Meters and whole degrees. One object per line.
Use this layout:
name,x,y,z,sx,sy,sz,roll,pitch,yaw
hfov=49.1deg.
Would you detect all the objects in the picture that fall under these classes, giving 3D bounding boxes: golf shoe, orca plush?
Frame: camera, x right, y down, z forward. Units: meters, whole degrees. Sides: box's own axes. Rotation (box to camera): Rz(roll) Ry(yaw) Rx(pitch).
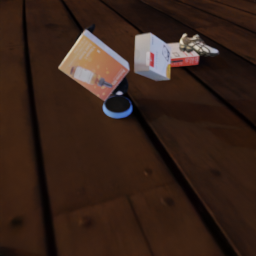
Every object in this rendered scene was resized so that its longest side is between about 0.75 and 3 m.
golf shoe,1.915,-2.203,7.459,1.084,0.512,0.421,13,6,2
orca plush,-0.539,-2.150,9.474,1.008,2.835,1.491,1,42,32

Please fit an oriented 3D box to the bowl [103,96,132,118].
bowl,-0.372,-0.760,9.833,1.021,0.200,1.021,2,46,-2

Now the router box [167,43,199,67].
router box,2.312,-3.589,13.694,1.658,0.451,1.848,-7,37,-9

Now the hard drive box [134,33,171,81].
hard drive box,0.887,-2.430,9.885,0.618,1.255,1.611,1,-1,33

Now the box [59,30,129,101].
box,-0.995,-1.882,8.477,1.666,1.268,0.886,35,20,-17
